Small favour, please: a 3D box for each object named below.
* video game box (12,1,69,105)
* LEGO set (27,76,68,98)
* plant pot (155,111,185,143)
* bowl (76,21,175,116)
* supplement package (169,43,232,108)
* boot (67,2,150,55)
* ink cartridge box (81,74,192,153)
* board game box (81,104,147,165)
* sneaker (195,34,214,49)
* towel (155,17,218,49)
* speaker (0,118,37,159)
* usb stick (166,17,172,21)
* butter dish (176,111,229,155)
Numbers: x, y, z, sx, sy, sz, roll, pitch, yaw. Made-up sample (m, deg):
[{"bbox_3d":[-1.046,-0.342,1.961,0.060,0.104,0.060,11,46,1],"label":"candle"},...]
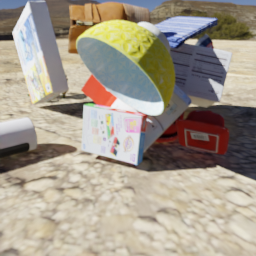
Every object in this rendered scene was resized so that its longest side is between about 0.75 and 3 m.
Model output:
[{"bbox_3d":[-3.047,-2.355,9.496,0.659,2.815,2.564,-16,4,-30],"label":"video game box"},{"bbox_3d":[-3.422,-1.601,11.770,1.804,1.045,1.387,-17,56,-30],"label":"LEGO set"},{"bbox_3d":[0.907,-0.283,7.677,1.262,1.149,1.262,0,21,0],"label":"plant pot"},{"bbox_3d":[0.159,-1.283,5.242,2.038,2.038,1.097,25,71,47],"label":"bowl"},{"bbox_3d":[1.863,-1.586,8.852,1.984,1.413,2.548,14,2,8],"label":"supplement package"},{"bbox_3d":[-0.439,-1.874,6.893,2.061,2.654,1.018,-2,-6,-12],"label":"boot"},{"bbox_3d":[0.020,-0.698,6.442,2.247,1.798,0.531,43,30,3],"label":"ink cartridge box"},{"bbox_3d":[-0.345,0.122,6.267,1.452,1.111,0.293,12,15,23],"label":"board game box"},{"bbox_3d":[2.424,-2.510,9.009,0.522,0.589,1.394,-38,-1,9],"label":"sneaker"},{"bbox_3d":[1.385,-2.792,8.034,1.553,0.256,2.145,23,44,38],"label":"towel"},{"bbox_3d":[-3.256,0.362,6.462,2.075,0.843,0.843,-15,26,-35],"label":"speaker"},{"bbox_3d":[1.539,-3.481,9.373,0.240,0.141,0.865,23,7,35],"label":"usb stick"},{"bbox_3d":[1.779,-0.026,6.477,1.148,1.145,0.848,12,60,22],"label":"butter dish"}]
